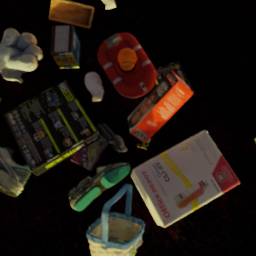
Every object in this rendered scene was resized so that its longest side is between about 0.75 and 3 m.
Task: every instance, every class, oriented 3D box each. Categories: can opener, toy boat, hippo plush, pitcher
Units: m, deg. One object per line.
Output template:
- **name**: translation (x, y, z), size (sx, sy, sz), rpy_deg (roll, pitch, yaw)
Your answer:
- **can opener**: translation (-0.525, 0.292, 9.409), size (0.406, 0.513, 1.543), rpy_deg (-4, 33, -38)
- **toy boat**: translation (-0.023, -2.290, 9.926), size (1.623, 1.626, 2.487), rpy_deg (-32, 86, -2)
- **hippo plush**: translation (-3.975, -2.253, 10.061), size (1.637, 1.653, 2.055), rpy_deg (29, 64, -1)
- **pitcher**: translation (-1.182, -1.560, 10.195), size (0.598, 0.846, 0.986), rpy_deg (-12, 78, -32)

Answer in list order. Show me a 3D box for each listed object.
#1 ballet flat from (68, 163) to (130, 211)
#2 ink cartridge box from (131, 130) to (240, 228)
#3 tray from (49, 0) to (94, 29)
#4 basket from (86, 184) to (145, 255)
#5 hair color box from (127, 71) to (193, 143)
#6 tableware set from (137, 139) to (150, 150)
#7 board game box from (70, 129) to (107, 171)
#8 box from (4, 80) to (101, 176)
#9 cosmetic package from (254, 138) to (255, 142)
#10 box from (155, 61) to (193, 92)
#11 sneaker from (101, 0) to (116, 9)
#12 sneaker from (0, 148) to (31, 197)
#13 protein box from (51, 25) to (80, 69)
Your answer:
- **ballet flat**: translation (-1.021, 1.764, 9.364), size (2.318, 0.860, 0.860), rpy_deg (-35, 77, -15)
- **ink cartridge box**: translation (1.756, 1.656, 9.081), size (2.770, 1.155, 2.011), rpy_deg (-27, 75, -9)
- **tray**: translation (-2.120, -4.294, 10.473), size (1.543, 0.761, 0.286), rpy_deg (5, 36, -23)
- **basket**: translation (-0.310, 2.919, 8.289), size (1.481, 1.877, 2.129), rpy_deg (3, 102, 22)
- **hair color box**: translation (0.977, -0.694, 9.221), size (0.693, 1.149, 2.264), rpy_deg (35, 109, -21)
- **tableware set**: translation (0.541, 0.334, 10.075), size (0.561, 0.128, 0.833), rpy_deg (18, 75, 6)
- **board game box**: translation (-1.309, 0.711, 9.889), size (0.854, 0.230, 1.423), rpy_deg (23, 75, 19)
- **box**: translation (-2.656, -0.073, 9.737), size (2.514, 0.619, 2.603), rpy_deg (-31, 65, -11)
- **cosmetic package**: translation (4.963, 0.452, 9.947), size (0.761, 0.343, 0.406), rpy_deg (-16, 71, -2)
- **box**: translation (1.653, -1.717, 10.576), size (1.107, 0.342, 1.386), rpy_deg (-21, 75, -8)
- **sneaker**: translation (-0.903, -5.456, 11.651), size (0.500, 0.426, 1.131), rpy_deg (-18, 75, 7)
- **sneaker**: translation (-4.555, 1.095, 9.343), size (2.811, 1.091, 1.214), rpy_deg (36, 54, -7)
- **protein box**: translation (-2.322, -3.010, 10.515), size (0.771, 1.134, 1.142), rpy_deg (-2, 74, 3)
